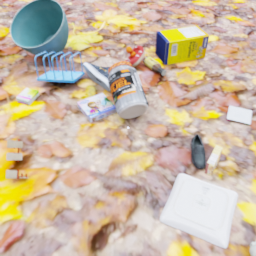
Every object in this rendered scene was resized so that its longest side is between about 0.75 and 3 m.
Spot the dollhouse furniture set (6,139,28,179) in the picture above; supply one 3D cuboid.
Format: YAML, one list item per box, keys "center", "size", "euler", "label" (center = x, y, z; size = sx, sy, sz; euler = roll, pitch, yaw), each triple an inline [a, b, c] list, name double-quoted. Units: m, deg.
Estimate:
- center: [-3.478, 0.965, 8.832]
  size: [0.648, 1.258, 1.245]
  euler: [2, 85, -22]
  label: "dollhouse furniture set"

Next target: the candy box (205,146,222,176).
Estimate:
- center: [2.815, 1.071, 9.216]
  size: [0.253, 0.528, 0.914]
  euler: [20, 46, 23]
  label: "candy box"

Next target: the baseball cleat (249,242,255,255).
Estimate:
- center: [4.399, 3.007, 6.991]
  size: [2.668, 0.930, 1.420]
  euler: [-21, 54, -9]
  label: "baseball cleat"

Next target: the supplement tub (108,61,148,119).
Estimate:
- center: [-0.059, -1.505, 11.013]
  size: [1.258, 1.258, 2.053]
  euler: [-12, 67, -13]
  label: "supplement tub"

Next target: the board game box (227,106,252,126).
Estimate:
- center: [4.454, -0.492, 11.225]
  size: [0.896, 0.116, 0.896]
  euler: [15, 45, 15]
  label: "board game box"

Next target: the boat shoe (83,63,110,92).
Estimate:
- center: [-1.110, -2.506, 12.802]
  size: [1.002, 0.781, 2.208]
  euler: [-38, 57, -16]
  label: "boat shoe"

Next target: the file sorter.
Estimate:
- center: [-3.085, -2.776, 12.598]
  size: [1.809, 1.110, 1.255]
  euler: [5, 28, 14]
  label: "file sorter"

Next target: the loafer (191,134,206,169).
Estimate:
- center: [2.377, 0.795, 9.549]
  size: [0.468, 0.484, 1.379]
  euler: [2, 43, 2]
  label: "loafer"

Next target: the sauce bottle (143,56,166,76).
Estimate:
- center: [1.310, -3.019, 13.717]
  size: [0.481, 0.481, 1.487]
  euler: [-25, 49, -24]
  label: "sauce bottle"

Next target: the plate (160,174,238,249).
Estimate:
- center: [2.108, 2.231, 8.126]
  size: [1.897, 0.307, 1.901]
  euler: [17, 45, 19]
  label: "plate"

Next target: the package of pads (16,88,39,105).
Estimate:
- center: [-4.317, -1.356, 12.042]
  size: [0.636, 0.281, 0.824]
  euler: [15, 45, 14]
  label: "package of pads"

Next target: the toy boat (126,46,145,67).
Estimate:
- center: [0.215, -3.646, 13.856]
  size: [0.876, 0.877, 1.342]
  euler: [-8, 41, 44]
  label: "toy boat"

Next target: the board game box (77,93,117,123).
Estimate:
- center: [-1.283, -0.848, 11.509]
  size: [1.230, 0.253, 1.227]
  euler: [-24, 48, -24]
  label: "board game box"

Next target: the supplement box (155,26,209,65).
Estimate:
- center: [2.741, -4.275, 14.467]
  size: [2.364, 1.294, 1.287]
  euler: [-13, 45, -12]
  label: "supplement box"

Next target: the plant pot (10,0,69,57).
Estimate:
- center: [-4.164, -4.752, 14.235]
  size: [2.836, 1.910, 2.836]
  euler: [-4, 71, 13]
  label: "plant pot"
